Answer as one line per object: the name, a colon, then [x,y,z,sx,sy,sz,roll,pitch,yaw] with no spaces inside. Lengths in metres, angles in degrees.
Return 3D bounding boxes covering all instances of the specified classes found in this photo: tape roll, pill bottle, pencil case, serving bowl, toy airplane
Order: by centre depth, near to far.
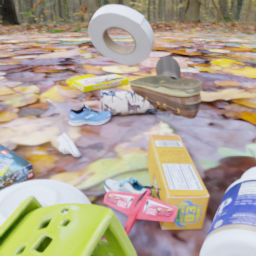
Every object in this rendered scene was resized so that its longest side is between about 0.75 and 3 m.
pill bottle: [2.389,1.785,5.080,1.532,1.532,2.560,13,26,27]
toy airplane: [0.099,1.875,5.730,1.877,0.345,1.877,-17,29,10]
serving bowl: [-1.970,1.845,5.751,2.648,0.871,2.648,1,25,0]
tape roll: [-0.244,-3.206,9.914,2.386,2.386,0.436,10,62,22]
pencil case: [0.097,-1.150,12.038,2.647,1.184,1.030,-3,-10,-6]

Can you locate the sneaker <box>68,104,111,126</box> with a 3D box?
sneaker: [-1.521,-0.535,11.188,1.724,0.769,0.677,-5,25,-13]

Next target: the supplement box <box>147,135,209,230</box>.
supplement box: [1.107,1.199,7.080,0.999,0.966,2.904,3,25,-2]

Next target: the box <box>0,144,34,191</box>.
box: [-4.035,1.112,7.873,2.407,0.454,1.644,20,31,37]

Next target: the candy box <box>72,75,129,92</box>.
candy box: [-1.603,-2.648,16.365,2.995,0.395,1.531,-16,26,-32]

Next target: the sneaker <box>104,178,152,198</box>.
sneaker: [0.006,1.450,6.955,1.372,0.592,0.532,13,27,27]

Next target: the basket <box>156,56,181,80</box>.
basket: [2.196,-2.656,15.097,1.381,1.832,2.031,-14,32,15]

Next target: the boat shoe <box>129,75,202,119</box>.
boat shoe: [0.662,-0.666,5.760,0.752,0.706,2.090,-18,22,-25]

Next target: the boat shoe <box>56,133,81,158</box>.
boat shoe: [-1.978,0.641,9.034,0.496,0.504,1.421,-37,39,-12]

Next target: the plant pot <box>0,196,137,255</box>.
plant pot: [-1.040,2.091,3.657,1.692,1.856,1.865,7,44,32]
